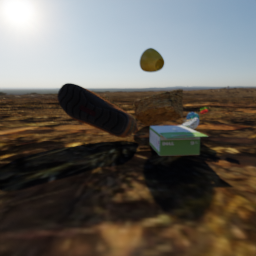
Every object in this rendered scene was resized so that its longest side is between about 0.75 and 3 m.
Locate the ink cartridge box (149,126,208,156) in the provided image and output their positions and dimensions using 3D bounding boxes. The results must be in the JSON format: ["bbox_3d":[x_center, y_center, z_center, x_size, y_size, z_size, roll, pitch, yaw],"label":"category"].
[{"bbox_3d":[0.844,0.241,5.013,0.703,0.401,1.354,-1,8,-6],"label":"ink cartridge box"}]

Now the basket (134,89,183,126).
[{"bbox_3d":[0.872,-0.786,8.453,1.373,1.023,0.980,-13,-31,35],"label":"basket"}]

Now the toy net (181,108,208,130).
[{"bbox_3d":[1.478,-0.163,6.127,0.575,0.212,1.096,-19,12,24],"label":"toy net"}]

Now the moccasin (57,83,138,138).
[{"bbox_3d":[-0.754,-0.453,6.696,2.266,0.829,0.875,21,3,24],"label":"moccasin"}]

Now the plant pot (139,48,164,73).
[{"bbox_3d":[0.898,-2.257,9.634,0.850,0.850,0.603,-6,29,-39],"label":"plant pot"}]
